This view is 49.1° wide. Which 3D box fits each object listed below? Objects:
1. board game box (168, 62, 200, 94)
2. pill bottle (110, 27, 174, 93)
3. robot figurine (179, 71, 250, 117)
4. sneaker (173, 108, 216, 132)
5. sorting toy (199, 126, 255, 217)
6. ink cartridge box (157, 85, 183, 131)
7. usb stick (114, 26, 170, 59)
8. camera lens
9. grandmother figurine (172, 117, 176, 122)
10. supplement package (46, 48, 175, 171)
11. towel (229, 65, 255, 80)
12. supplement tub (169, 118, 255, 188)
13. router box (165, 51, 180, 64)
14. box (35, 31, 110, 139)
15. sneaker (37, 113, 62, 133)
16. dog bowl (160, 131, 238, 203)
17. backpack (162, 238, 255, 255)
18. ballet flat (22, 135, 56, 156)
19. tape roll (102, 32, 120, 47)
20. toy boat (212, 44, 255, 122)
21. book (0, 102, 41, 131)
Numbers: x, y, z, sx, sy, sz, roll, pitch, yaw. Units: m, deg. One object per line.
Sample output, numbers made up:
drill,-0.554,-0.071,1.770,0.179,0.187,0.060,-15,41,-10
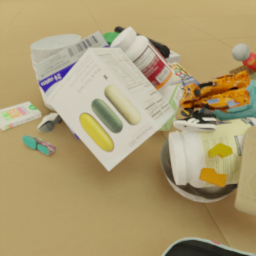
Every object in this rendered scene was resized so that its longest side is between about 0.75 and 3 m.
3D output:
board game box,1.823,-1.980,12.577,1.950,0.596,2.574,-18,37,-4
pill bottle,0.477,-2.260,9.486,1.229,2.176,1.229,-37,27,22
robot figurine,2.180,-0.883,7.327,1.852,0.539,1.343,-9,42,32
sneaker,1.539,-0.209,6.452,0.956,0.349,0.535,7,62,7
sorting toy,2.763,0.924,5.836,2.486,0.333,1.852,20,69,0
ink cartridge box,0.566,-0.775,10.701,2.604,0.624,1.895,0,47,34
usb stick,0.491,-3.235,10.519,2.571,0.419,0.713,35,9,32
camera lens,-2.529,-2.096,11.105,2.128,2.660,2.128,-5,33,4
grandmother figurine,1.497,-0.425,11.027,0.800,0.242,0.485,19,67,21
supplement package,-0.383,-0.593,7.551,2.476,1.879,1.866,49,26,2
towel,4.482,-0.946,8.504,2.077,0.307,2.832,-22,65,24
supplement tub,2.172,0.632,6.922,2.145,1.555,1.555,-7,35,2
router box,1.009,-3.867,15.537,2.787,0.681,2.501,-17,38,-23
box,-1.371,-1.401,9.643,2.478,2.694,1.414,-28,41,0
sneaker,-3.010,-0.190,10.556,0.558,0.477,1.280,6,26,21
dog bowl,2.116,1.014,8.005,2.393,0.702,2.393,-3,53,4
backpack,1.525,3.100,4.442,2.549,1.919,2.263,16,39,17
ballet flat,-2.996,0.559,9.497,1.273,0.440,0.453,22,22,21
tape roll,-0.302,-2.821,11.267,2.213,2.213,0.532,20,68,26
toy boat,3.339,-1.231,8.329,1.136,2.445,2.055,24,-14,-30
book,-4.379,-0.467,11.019,1.555,0.374,1.039,-26,45,-35
